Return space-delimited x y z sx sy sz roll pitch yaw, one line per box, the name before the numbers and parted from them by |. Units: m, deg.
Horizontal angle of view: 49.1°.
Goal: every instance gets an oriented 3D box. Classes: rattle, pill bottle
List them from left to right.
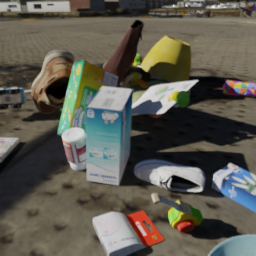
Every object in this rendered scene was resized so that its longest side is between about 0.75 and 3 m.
pill bottle | -1.258 0.536 6.863 0.559 0.978 0.559 -2 35 2
rattle | 0.144 -1.619 11.675 0.942 1.319 0.859 48 21 4

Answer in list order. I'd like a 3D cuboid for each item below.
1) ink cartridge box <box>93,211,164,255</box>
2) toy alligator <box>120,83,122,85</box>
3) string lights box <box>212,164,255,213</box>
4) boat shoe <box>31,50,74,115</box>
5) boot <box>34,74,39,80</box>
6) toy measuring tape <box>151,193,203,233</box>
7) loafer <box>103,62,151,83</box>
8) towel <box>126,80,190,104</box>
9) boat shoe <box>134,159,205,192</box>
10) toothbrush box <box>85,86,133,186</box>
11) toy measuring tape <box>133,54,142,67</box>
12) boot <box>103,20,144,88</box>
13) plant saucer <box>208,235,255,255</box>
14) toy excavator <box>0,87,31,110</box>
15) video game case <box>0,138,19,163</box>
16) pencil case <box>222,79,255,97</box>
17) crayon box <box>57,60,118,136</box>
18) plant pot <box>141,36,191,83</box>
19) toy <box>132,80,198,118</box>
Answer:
ink cartridge box | -0.013 1.853 5.127 1.059 0.302 0.861 -16 30 -20
toy alligator | -0.812 -2.144 13.084 1.430 0.344 0.474 31 15 33
string lights box | 2.577 1.324 5.998 0.694 0.398 1.350 -22 34 -35
boat shoe | -2.411 -1.162 8.917 1.097 2.898 1.040 -3 62 -27
boot | -3.522 -1.735 11.833 2.014 0.697 1.754 12 28 17
toy measuring tape | 0.800 1.532 4.983 1.450 0.533 0.533 30 8 -35
loafer | -0.127 -2.573 13.132 2.529 0.962 0.853 7 9 -33
towel | 1.026 -1.317 11.224 2.700 0.493 2.003 -22 34 -38
boat shoe | 0.890 1.099 6.251 1.607 0.591 0.525 2 28 13
toothbrush box | -0.415 0.157 6.643 0.817 1.916 1.403 6 28 8
toy measuring tape | 0.572 -3.895 16.257 0.669 0.669 1.818 -6 27 -12
boot | -0.334 -2.765 10.750 1.033 2.374 2.854 26 40 4
plant saucer | 2.045 2.409 3.808 2.092 0.403 2.092 0 26 0
toy excavator | -3.846 -1.177 9.899 1.356 0.696 1.394 -4 20 -7
video game case | -3.838 0.696 7.569 1.143 0.144 1.596 2 27 5
pencil case | 4.742 -1.654 11.761 1.514 0.669 0.669 11 28 19
crayon box | -1.083 -0.662 7.745 1.216 2.047 0.596 18 -11 -40
plant pot | 1.979 -3.238 12.991 2.354 1.671 2.354 18 25 -8
toy | 1.026 -0.773 8.990 1.522 0.624 2.643 -43 16 -18
